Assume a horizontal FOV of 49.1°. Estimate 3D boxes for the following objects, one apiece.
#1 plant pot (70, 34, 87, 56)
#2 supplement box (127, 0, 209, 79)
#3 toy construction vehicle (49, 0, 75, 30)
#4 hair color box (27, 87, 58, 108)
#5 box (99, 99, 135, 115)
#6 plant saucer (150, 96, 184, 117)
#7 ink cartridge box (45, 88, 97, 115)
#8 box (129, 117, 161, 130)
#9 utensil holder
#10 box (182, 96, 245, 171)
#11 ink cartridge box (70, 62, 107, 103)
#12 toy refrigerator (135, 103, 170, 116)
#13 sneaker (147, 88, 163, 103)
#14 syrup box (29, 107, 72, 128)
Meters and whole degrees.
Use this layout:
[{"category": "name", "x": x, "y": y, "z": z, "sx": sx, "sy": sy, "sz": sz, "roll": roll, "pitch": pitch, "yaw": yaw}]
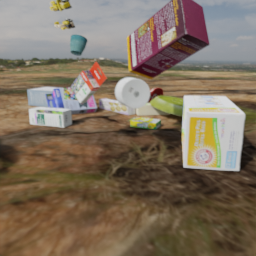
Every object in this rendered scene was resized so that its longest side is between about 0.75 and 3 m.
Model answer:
[{"category": "plant pot", "x": -2.418, "y": -3.898, "z": 13.344, "sx": 0.813, "sy": 0.764, "sz": 0.813, "roll": 10, "pitch": -11, "yaw": 2}, {"category": "supplement box", "x": 1.002, "y": -2.404, "z": 7.741, "sx": 0.941, "sy": 1.212, "sz": 2.197, "roll": 10, "pitch": -22, "yaw": -37}, {"category": "toy construction vehicle", "x": -2.271, "y": -3.798, "z": 9.412, "sx": 1.143, "sy": 0.995, "sz": 0.403, "roll": 25, "pitch": 56, "yaw": 39}, {"category": "hair color box", "x": -3.571, "y": -1.563, "z": 14.466, "sx": 2.925, "sy": 0.887, "sz": 1.448, "roll": 6, "pitch": 16, "yaw": 25}, {"category": "box", "x": -0.557, "y": -1.009, "z": 13.178, "sx": 0.449, "sy": 0.480, "sz": 2.319, "roll": -12, "pitch": 19, "yaw": -38}, {"category": "plant saucer", "x": 2.219, "y": -0.970, "z": 12.170, "sx": 2.545, "sy": 0.395, "sz": 2.545, "roll": 12, "pitch": 17, "yaw": -4}, {"category": "ink cartridge box", "x": -2.565, "y": -1.220, "z": 12.631, "sx": 2.096, "sy": 1.251, "sz": 0.440, "roll": -8, "pitch": -26, "yaw": -23}, {"category": "box", "x": 0.578, "y": -0.183, "z": 10.377, "sx": 1.137, "sy": 0.275, "sz": 0.667, "roll": 9, "pitch": 17, "yaw": 23}, {"category": "utensil holder", "x": 0.110, "y": -0.913, "z": 7.319, "sx": 0.797, "sy": 0.797, "sz": 0.938, "roll": -3, "pitch": 11, "yaw": -11}, {"category": "box", "x": 2.077, "y": 0.014, "z": 7.323, "sx": 1.254, "sy": 1.392, "sz": 2.475, "roll": 2, "pitch": 15, "yaw": 9}, {"category": "ink cartridge box", "x": -1.107, "y": -1.234, "z": 7.688, "sx": 0.276, "sy": 0.597, "sz": 1.096, "roll": -17, "pitch": -19, "yaw": -50}, {"category": "toy refrigerator", "x": 1.097, "y": -0.865, "z": 12.512, "sx": 1.465, "sy": 0.512, "sz": 0.556, "roll": -3, "pitch": 15, "yaw": -8}, {"category": "sneaker", "x": 0.881, "y": -1.797, "z": 15.431, "sx": 1.333, "sy": 0.904, "sz": 2.308, "roll": 13, "pitch": 18, "yaw": 37}, {"category": "syrup box", "x": -2.940, "y": -0.417, "z": 10.586, "sx": 1.528, "sy": 0.602, "sz": 0.622, "roll": 5, "pitch": 15, "yaw": 19}]
